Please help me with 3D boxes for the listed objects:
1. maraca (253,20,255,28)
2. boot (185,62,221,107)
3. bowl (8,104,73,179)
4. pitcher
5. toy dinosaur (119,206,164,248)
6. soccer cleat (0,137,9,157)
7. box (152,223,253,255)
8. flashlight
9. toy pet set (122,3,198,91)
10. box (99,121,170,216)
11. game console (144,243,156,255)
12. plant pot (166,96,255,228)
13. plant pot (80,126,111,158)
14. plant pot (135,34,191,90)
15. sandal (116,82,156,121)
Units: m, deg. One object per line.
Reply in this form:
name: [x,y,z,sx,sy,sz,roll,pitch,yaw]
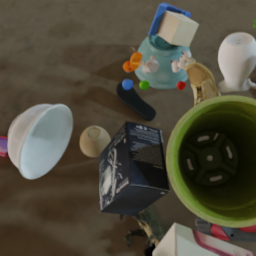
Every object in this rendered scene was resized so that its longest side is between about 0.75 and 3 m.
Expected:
maraca: [4.502,-3.329,8.630,1.182,0.632,0.810,-2,50,30]
boot: [2.313,-0.977,8.981,0.717,1.969,1.530,-10,39,42]
bowl: [-2.536,0.218,7.650,0.974,2.168,2.168,23,61,15]
pitcher: [3.522,-1.889,8.454,1.543,1.798,1.090,5,50,21]
toy dinosaur: [0.422,3.087,9.188,1.304,0.702,2.958,-15,53,-10]
soccer cleat: [-4.926,0.697,10.599,2.279,0.760,0.872,2,75,4]
box: [1.707,3.304,6.390,2.065,1.320,1.125,23,31,-5]
flashlight: [3.051,2.516,7.238,2.515,0.851,0.854,-6,29,18]
toy pet set: [1.011,-2.791,9.690,2.811,2.625,1.493,-4,39,-36]
box: [0.073,1.146,7.522,1.150,1.856,1.825,13,50,-24]
game console: [1.121,4.221,8.756,0.759,0.155,1.286,-29,62,-17]
plant pot: [2.395,0.801,7.401,2.858,2.714,2.858,0,85,6]
plant pot: [-1.285,0.407,10.685,1.224,0.822,1.224,0,59,0]
plant pot: [1.589,-3.279,12.380,2.631,1.763,2.631,0,59,1]
sandal: [0.247,-1.033,11.816,0.802,0.510,2.133,-40,79,-22]
